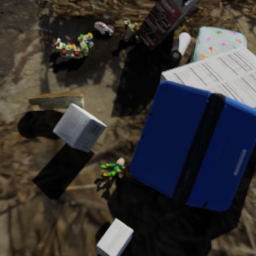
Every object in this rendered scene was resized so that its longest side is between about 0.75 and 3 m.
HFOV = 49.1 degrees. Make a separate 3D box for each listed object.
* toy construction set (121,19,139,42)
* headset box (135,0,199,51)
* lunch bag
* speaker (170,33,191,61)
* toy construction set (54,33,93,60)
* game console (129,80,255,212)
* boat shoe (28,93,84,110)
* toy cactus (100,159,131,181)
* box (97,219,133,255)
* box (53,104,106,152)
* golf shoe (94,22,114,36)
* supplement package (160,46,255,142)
[{"bbox_3d":[0.106,-4.357,12.105,0.935,0.862,1.122,-10,52,-6],"label":"toy construction set"},{"bbox_3d":[1.727,-4.638,11.071,1.035,2.760,2.051,45,60,-4],"label":"headset box"},{"bbox_3d":[3.521,-2.748,10.830,2.061,0.990,2.569,15,55,7],"label":"lunch bag"},{"bbox_3d":[2.174,-3.378,11.600,0.519,0.519,1.279,19,55,14],"label":"speaker"},{"bbox_3d":[-2.263,-3.307,11.401,1.628,0.750,1.067,-2,75,7],"label":"toy construction set"},{"bbox_3d":[1.692,0.443,7.163,2.318,2.716,1.607,17,6,-25],"label":"game console"},{"bbox_3d":[-2.448,-0.824,9.486,1.935,0.606,0.709,0,17,12],"label":"boat shoe"},{"bbox_3d":[-0.300,1.225,8.235,0.964,0.493,0.796,4,30,19],"label":"toy cactus"},{"bbox_3d":[-0.320,2.767,6.789,0.511,0.781,0.777,31,58,17],"label":"box"},{"bbox_3d":[-1.448,0.030,8.484,0.903,1.049,1.054,36,91,23],"label":"box"},{"bbox_3d":[-1.119,-4.389,12.443,0.985,0.358,0.454,25,69,16],"label":"golf shoe"},{"bbox_3d":[2.670,-0.601,8.437,2.912,2.210,2.194,-21,56,-15],"label":"supplement package"}]
